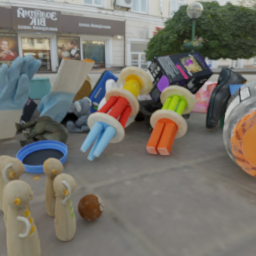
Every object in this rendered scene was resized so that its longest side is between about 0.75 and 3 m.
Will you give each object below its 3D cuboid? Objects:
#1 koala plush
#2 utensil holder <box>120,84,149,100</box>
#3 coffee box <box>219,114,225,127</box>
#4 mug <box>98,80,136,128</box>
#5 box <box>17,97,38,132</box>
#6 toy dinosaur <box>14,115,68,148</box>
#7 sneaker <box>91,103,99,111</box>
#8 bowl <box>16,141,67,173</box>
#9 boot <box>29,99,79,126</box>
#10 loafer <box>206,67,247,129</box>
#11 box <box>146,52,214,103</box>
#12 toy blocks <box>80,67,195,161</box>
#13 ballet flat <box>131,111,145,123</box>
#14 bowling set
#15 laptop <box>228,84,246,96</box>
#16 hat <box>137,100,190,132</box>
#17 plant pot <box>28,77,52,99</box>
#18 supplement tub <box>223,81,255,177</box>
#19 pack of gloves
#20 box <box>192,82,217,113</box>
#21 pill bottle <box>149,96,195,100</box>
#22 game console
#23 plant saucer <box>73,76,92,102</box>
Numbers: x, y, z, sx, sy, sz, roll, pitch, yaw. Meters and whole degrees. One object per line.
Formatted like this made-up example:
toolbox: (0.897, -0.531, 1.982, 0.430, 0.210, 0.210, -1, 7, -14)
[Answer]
koala plush: (-1.426, -0.435, 8.955, 0.937, 1.020, 0.905, 2, 15, 23)
utensil holder: (0.496, -1.830, 14.443, 1.258, 1.258, 1.480, -11, 18, -39)
coffee box: (4.172, -0.458, 10.206, 1.397, 0.500, 2.273, 4, 14, 26)
mug: (-0.420, -0.735, 9.012, 1.199, 1.623, 1.423, -9, 11, 12)
box: (-3.996, -0.850, 8.449, 1.277, 1.108, 2.090, 7, -25, 24)
toy dinosaur: (-2.085, 0.115, 7.158, 1.179, 0.888, 2.306, -26, 23, -37)
sneaker: (-0.762, -0.875, 10.540, 1.377, 0.587, 0.537, -3, 24, -34)
bowl: (-1.836, 0.615, 6.043, 1.062, 0.208, 1.062, 0, 27, 0)
boot: (-2.823, -0.504, 9.868, 2.386, 0.833, 1.571, -11, 23, -13)
loafer: (3.199, -0.966, 9.137, 0.937, 0.943, 2.591, 19, 60, 17)
box: (1.641, -1.714, 9.440, 1.991, 1.056, 1.217, -15, -23, -32)
toy blocks: (0.265, -0.080, 6.838, 2.242, 0.977, 2.689, 26, 55, 6)
ballet flat: (0.892, -0.515, 9.943, 2.475, 0.834, 0.574, -6, 49, 5)
bowling set: (-1.044, 0.829, 3.780, 1.365, 1.053, 1.961, -9, 16, -31)
laptop: (4.504, -0.368, 7.795, 2.445, 1.514, 2.612, -3, 14, -9)
hat: (0.928, -0.300, 8.863, 2.001, 0.807, 2.001, 13, 19, -5)
plant pot: (-3.694, -1.240, 11.304, 1.661, 1.561, 1.661, 0, 13, 0)
supplement tub: (2.910, -0.046, 5.980, 1.656, 1.656, 2.703, 5, 19, 19)
pack of gloves: (-2.632, -0.914, 7.786, 2.485, 2.958, 0.584, -6, 52, -47)
box: (2.703, -1.542, 13.140, 2.682, 1.270, 1.376, 10, 17, 37)
pill bottle: (1.657, -1.172, 10.553, 1.582, 0.860, 0.860, 23, 20, 14)
game console: (-1.370, -1.524, 11.261, 1.096, 1.852, 1.581, 33, 4, 20)
plant saucer: (-2.266, -1.772, 13.211, 0.283, 1.598, 1.598, 32, 30, 34)
